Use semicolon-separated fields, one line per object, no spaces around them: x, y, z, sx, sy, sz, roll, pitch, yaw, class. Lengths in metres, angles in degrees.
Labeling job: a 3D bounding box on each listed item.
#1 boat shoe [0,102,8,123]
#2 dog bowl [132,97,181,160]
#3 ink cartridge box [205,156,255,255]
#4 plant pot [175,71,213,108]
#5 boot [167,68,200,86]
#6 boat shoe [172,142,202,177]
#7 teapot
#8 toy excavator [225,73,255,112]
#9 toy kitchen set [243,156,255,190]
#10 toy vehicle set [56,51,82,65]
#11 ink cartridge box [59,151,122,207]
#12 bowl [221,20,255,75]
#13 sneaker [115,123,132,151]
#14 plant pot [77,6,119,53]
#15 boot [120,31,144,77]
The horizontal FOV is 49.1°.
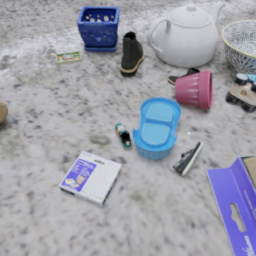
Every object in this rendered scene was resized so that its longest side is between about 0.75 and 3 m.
-4.615;0.013;8.307;0.730;0.811;2.254;14;55;48;boat shoe
0.870;-0.004;8.418;1.272;0.566;2.281;10;47;10;dog bowl
3.632;1.887;6.541;2.899;0.629;2.872;-5;47;-3;ink cartridge box
2.186;-1.253;9.301;1.109;1.239;1.239;0;43;22;plant pot
2.028;-1.892;10.088;1.167;0.807;0.452;17;48;17;boot
1.683;0.770;7.736;0.423;0.449;1.250;31;55;21;boat shoe
2.308;-3.865;11.160;2.743;2.030;2.779;9;47;9;teapot
4.602;-1.297;9.529;1.882;0.967;1.936;35;46;28;toy excavator
2.815;0.831;5.452;0.869;0.709;0.784;-22;81;16;toy kitchen set
-2.447;-2.887;11.531;1.009;0.134;0.627;-11;47;-10;toy vehicle set
-0.951;1.296;7.342;1.235;0.270;1.246;18;50;16;ink cartridge box
4.853;-2.780;10.560;2.917;1.369;2.917;1;45;-1;bowl
-0.136;0.160;8.351;0.378;0.423;1.059;-15;47;-14;sneaker
-1.174;-4.089;11.780;1.620;1.456;1.620;1;46;1;plant pot
0.211;-3.247;10.886;0.873;1.559;2.254;4;45;4;boot
